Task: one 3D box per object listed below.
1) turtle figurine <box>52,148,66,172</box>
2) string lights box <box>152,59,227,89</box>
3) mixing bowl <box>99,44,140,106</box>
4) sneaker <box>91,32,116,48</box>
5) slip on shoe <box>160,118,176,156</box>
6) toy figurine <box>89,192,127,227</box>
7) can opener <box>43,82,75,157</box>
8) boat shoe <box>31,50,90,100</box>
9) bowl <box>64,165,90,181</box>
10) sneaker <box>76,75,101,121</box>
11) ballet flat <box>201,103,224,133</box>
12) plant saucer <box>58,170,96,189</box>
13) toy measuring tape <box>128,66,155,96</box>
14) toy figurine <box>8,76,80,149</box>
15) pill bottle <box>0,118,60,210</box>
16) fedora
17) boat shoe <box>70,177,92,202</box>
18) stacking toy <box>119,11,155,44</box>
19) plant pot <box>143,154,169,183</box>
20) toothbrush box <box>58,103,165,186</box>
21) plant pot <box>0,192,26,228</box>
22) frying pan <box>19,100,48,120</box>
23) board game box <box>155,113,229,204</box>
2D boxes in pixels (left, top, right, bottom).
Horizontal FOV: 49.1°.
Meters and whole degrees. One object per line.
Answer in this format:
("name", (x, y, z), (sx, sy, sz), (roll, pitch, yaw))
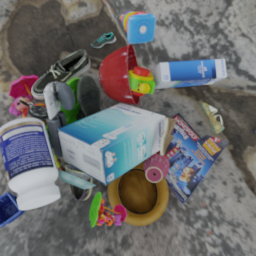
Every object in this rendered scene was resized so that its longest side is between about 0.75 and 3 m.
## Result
("turtle figurine", (-2.740, 0.735, 10.720), (2.365, 0.762, 1.907), (-40, 85, -20))
("string lights box", (2.186, -1.948, 10.249), (2.394, 1.230, 0.706), (-6, 87, -9))
("mixing bowl", (-0.353, -1.936, 10.715), (1.245, 2.299, 2.299), (-5, 73, 12))
("sneaker", (-1.095, -3.878, 12.227), (1.120, 0.511, 0.435), (-24, 75, -6))
("slip on shoe", (1.266, 0.291, 8.930), (0.368, 0.461, 1.214), (9, 84, 13))
("toy figurine", (-0.507, 2.467, 7.991), (1.001, 1.088, 0.817), (22, 117, -15))
("can opener", (-2.124, -0.202, 9.076), (0.910, 2.723, 0.726), (8, 36, 15))
("boat shoe", (-2.627, -2.108, 10.674), (2.606, 0.830, 0.921), (-40, 72, -13))
("bowl", (-1.632, 1.550, 9.153), (0.971, 0.971, 0.455), (11, 93, 3))
("sneaker", (-1.569, -0.818, 10.601), (0.921, 1.380, 2.408), (-28, 118, -27))
("ballet flat", (2.976, -0.420, 9.759), (0.450, 0.450, 1.274), (-16, 64, -5))
("plant saucer", (-1.746, 1.724, 9.082), (1.420, 1.420, 0.273), (19, 75, 6))
("toy measuring tape", (0.343, -1.919, 10.589), (1.063, 2.890, 1.063), (-2, 117, -4))
("toy figurine", (-3.406, -0.872, 10.665), (2.692, 2.196, 2.925), (17, 61, 17))
("pill bottle", (-2.940, 1.076, 8.430), (1.442, 1.442, 2.491), (-20, 69, -6))
("fedora", (0.351, 2.338, 10.191), (2.309, 0.942, 2.309), (0, 74, 0))
("boat shoe", (-1.662, 1.366, 10.036), (0.915, 0.824, 2.544), (3, 87, -3))
("stacking toy", (0.168, -4.026, 10.696), (1.116, 1.056, 1.924), (-13, 38, -19))
("plant pot", (0.912, 1.411, 9.379), (0.881, 0.789, 0.881), (4, 107, 13))
("toothbrush box", (-0.453, 0.347, 9.348), (2.151, 1.253, 2.938), (19, 35, 38))
("plant pot", (-4.321, 2.941, 10.091), (0.911, 0.819, 0.911), (-38, 77, -9))
("frying pan", (-3.232, -0.706, 9.882), (0.794, 0.214, 1.313), (-8, 43, -41))
("board game box", (2.244, 0.925, 10.613), (2.703, 0.834, 2.705), (-37, 75, -8))
